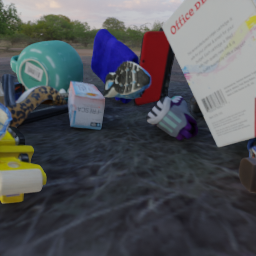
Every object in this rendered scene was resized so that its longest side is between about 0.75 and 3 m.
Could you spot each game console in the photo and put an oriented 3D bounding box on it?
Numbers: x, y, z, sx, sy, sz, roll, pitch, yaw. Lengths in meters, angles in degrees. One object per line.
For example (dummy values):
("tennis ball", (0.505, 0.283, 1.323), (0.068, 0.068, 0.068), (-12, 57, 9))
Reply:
("game console", (0.833, -2.415, 10.665), (1.553, 2.617, 2.255), (1, 27, -15))

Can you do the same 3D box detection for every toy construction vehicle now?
("toy construction vehicle", (-2.528, 0.699, 4.401), (2.169, 0.877, 2.491), (0, 16, -39))

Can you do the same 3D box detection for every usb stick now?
("usb stick", (-2.668, -0.415, 9.150), (0.783, 0.460, 2.823), (12, 21, 31))

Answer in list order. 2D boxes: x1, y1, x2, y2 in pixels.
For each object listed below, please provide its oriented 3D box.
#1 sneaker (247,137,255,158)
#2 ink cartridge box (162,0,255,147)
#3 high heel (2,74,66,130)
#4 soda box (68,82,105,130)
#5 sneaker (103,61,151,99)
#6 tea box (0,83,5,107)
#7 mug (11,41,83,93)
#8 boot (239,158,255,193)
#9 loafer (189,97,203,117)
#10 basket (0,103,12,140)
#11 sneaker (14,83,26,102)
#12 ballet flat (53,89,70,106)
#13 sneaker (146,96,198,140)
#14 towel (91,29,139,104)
("sneaker", (2.849, 0.285, 5.743), (0.732, 0.703, 1.865), (-1, 12, 27))
("ink cartridge box", (2.484, -1.479, 5.427), (2.104, 2.910, 2.114), (-23, -4, -26))
("high heel", (-2.699, -0.492, 8.188), (0.792, 1.581, 2.218), (-18, -21, 34))
("soda box", (-1.343, -0.761, 8.500), (0.839, 0.902, 2.638), (6, 15, -15))
("sneaker", (0.094, -1.121, 6.982), (0.897, 0.782, 1.995), (8, 0, -24))
("tea box", (-4.062, -0.796, 5.987), (2.371, 1.610, 2.410), (-10, 52, -28))
("mug", (-3.308, -2.083, 10.877), (2.740, 2.251, 1.694), (-16, 15, 27))
("boot", (2.648, 0.934, 3.107), (2.152, 1.034, 2.944), (5, 20, 4))
("loafer", (2.423, -0.839, 8.337), (0.917, 0.911, 2.519), (-27, 14, -5))
("basket", (-2.306, -0.038, 3.965), (0.952, 1.369, 1.207), (35, 58, -6))
("sneaker", (-4.220, -0.712, 8.613), (1.172, 1.125, 2.988), (-9, 9, 8))
("ballet flat", (-2.120, -1.146, 10.123), (1.568, 0.591, 0.532), (-11, -19, -40))
("sneaker", (1.307, -0.156, 7.330), (1.136, 0.966, 2.596), (42, 20, 11))
("towel", (-0.641, -2.419, 10.887), (0.681, 2.031, 2.750), (-13, 42, -29))
